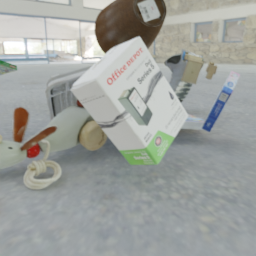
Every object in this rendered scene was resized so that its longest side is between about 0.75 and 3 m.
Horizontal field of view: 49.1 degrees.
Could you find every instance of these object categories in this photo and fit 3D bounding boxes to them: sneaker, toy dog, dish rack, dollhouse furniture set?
[{"bbox_3d":[1.993,-2.138,11.926,1.477,2.557,0.959,42,25,27],"label":"sneaker"},{"bbox_3d":[-1.746,-0.046,6.402,1.881,1.373,2.851,15,29,25],"label":"toy dog"},{"bbox_3d":[-1.383,-0.964,7.583,1.739,0.441,2.026,-22,-21,-19],"label":"dish rack"},{"bbox_3d":[2.166,-1.890,8.926,1.016,0.702,1.076,15,30,0],"label":"dollhouse furniture set"}]

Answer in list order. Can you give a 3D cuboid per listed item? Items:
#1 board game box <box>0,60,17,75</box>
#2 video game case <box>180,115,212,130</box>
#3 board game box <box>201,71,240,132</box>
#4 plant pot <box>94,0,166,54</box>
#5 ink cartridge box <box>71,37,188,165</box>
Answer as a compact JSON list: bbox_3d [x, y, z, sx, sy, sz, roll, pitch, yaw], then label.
[{"bbox_3d":[-3.717,-1.697,7.768,0.711,0.154,1.056,-11,-4,16],"label":"board game box"},{"bbox_3d":[1.358,-0.269,9.106,1.966,0.240,2.750,4,8,-2],"label":"video game case"},{"bbox_3d":[2.453,-0.702,7.417,0.275,1.266,1.260,27,41,12],"label":"board game box"},{"bbox_3d":[0.203,-3.135,8.327,1.957,1.957,2.094,-7,3,-21],"label":"plant pot"},{"bbox_3d":[0.123,-0.516,5.917,0.910,2.167,1.577,-8,37,49],"label":"ink cartridge box"}]
